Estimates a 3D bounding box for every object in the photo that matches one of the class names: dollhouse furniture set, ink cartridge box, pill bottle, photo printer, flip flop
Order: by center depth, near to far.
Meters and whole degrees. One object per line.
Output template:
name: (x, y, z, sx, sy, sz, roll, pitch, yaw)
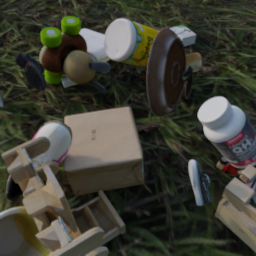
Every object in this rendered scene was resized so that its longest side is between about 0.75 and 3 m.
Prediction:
dollhouse furniture set: (-1.196, 1.871, 6.509, 1.859, 2.856, 2.624, -27, 52, -21)
dollhouse furniture set: (3.682, 1.723, 7.152, 2.346, 2.215, 1.531, -38, 58, -18)
pill bottle: (2.719, 0.119, 7.440, 1.113, 2.010, 1.113, -33, 33, 25)
flip flop: (1.887, -1.759, 9.124, 0.224, 0.316, 0.779, -8, 36, 40)
pill bottle: (0.534, -3.399, 11.639, 2.856, 1.611, 1.611, -3, 37, -48)
photo printer: (-1.740, -3.853, 13.468, 2.328, 0.808, 1.937, 24, 50, 21)
ink cartridge box: (2.808, -4.788, 14.574, 0.897, 0.508, 1.223, -21, 50, -19)

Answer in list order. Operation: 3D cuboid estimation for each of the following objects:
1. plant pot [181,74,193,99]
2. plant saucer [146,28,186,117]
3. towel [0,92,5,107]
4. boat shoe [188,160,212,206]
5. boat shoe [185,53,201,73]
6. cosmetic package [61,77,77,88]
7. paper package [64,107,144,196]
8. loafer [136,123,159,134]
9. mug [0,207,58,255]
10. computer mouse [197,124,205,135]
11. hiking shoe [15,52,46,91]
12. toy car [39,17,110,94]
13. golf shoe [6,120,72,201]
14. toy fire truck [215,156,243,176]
plant pot: (1.986, -1.774, 11.412, 1.040, 1.050, 1.050, 12, 47, 23)
plant saucer: (1.298, -1.669, 8.672, 0.437, 2.726, 2.726, 8, 45, 25)
towel: (-5.322, -1.184, 11.020, 0.803, 0.665, 0.344, 1, 42, 1)
boat shoe: (1.660, 1.224, 6.383, 0.417, 1.175, 0.424, -14, 22, 6)
boat shoe: (2.080, -2.450, 12.148, 2.299, 0.795, 0.848, -16, 47, 14)
cosmetic package: (-2.467, -2.032, 12.102, 0.754, 0.279, 0.384, -21, 49, -17)
paper package: (-0.776, 0.619, 8.646, 2.275, 1.235, 2.387, -10, 43, -2)
loafer: (0.673, 0.084, 10.071, 0.930, 0.340, 0.330, -8, 56, 1)
mug: (-2.546, 2.666, 6.661, 2.009, 1.649, 1.609, 8, 74, -33)
computer mouse: (3.009, 0.036, 10.117, 0.998, 0.263, 0.691, 10, 48, 9)
hiking shoe: (-3.384, -2.112, 10.361, 1.765, 0.668, 0.888, 54, 30, 14)
toy car: (-1.905, -2.662, 11.460, 2.853, 2.344, 2.251, 32, 54, 14)
golf shoe: (-2.341, 0.937, 7.372, 0.976, 2.688, 1.238, 33, 30, -16)
toy fire truck: (3.452, 1.128, 8.883, 1.025, 0.659, 0.902, 37, 55, 16)
